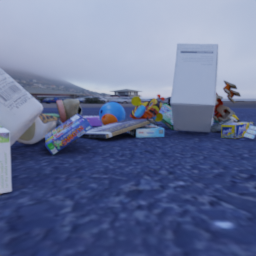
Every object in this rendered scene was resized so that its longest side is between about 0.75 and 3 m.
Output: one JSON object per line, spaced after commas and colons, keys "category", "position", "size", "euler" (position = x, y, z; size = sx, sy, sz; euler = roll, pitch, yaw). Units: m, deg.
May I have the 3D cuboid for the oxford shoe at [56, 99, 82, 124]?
{"category": "oxford shoe", "position": [-2.264, -0.454, 11.225], "size": [0.911, 0.873, 2.468], "euler": [-16, -12, -12]}

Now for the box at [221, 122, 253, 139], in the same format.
{"category": "box", "position": [4.047, 0.074, 10.342], "size": [1.543, 0.496, 0.541], "euler": [-6, 6, -43]}

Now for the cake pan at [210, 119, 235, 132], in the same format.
{"category": "cake pan", "position": [3.951, -0.117, 11.817], "size": [1.061, 0.195, 1.061], "euler": [-23, 2, 1]}

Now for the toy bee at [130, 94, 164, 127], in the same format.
{"category": "toy bee", "position": [0.933, -0.703, 10.988], "size": [2.243, 1.219, 1.468], "euler": [27, -8, 48]}

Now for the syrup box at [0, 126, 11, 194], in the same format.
{"category": "syrup box", "position": [-2.637, 0.422, 4.746], "size": [0.943, 0.911, 2.315], "euler": [-4, 7, -32]}

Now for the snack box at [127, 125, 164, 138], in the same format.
{"category": "snack box", "position": [0.624, 0.100, 10.933], "size": [1.058, 0.338, 1.821], "euler": [-1, 6, -11]}

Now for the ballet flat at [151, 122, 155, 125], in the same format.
{"category": "ballet flat", "position": [1.108, -0.323, 13.277], "size": [0.464, 0.393, 1.228], "euler": [19, 7, -1]}

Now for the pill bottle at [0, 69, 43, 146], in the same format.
{"category": "pill bottle", "position": [-3.573, -0.847, 6.542], "size": [2.810, 1.607, 1.607], "euler": [43, -2, -10]}

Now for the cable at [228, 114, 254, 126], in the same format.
{"category": "cable", "position": [5.457, -0.233, 13.717], "size": [1.295, 0.629, 0.326], "euler": [24, -15, 38]}

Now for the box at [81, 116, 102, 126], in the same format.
{"category": "box", "position": [-1.852, -0.383, 15.008], "size": [2.447, 0.478, 1.675], "euler": [-1, 6, -13]}

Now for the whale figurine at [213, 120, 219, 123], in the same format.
{"category": "whale figurine", "position": [5.362, -0.436, 16.675], "size": [0.762, 0.395, 0.606], "euler": [34, 21, 34]}

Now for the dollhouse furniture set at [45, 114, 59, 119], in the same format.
{"category": "dollhouse furniture set", "position": [-3.914, -0.617, 11.529], "size": [1.822, 0.914, 1.193], "euler": [-10, 9, 7]}

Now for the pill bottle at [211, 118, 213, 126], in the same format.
{"category": "pill bottle", "position": [3.306, -0.338, 12.854], "size": [0.756, 0.756, 1.299], "euler": [-1, 2, -8]}

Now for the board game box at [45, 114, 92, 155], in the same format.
{"category": "board game box", "position": [-1.690, 0.115, 7.675], "size": [1.193, 0.304, 1.763], "euler": [-35, 15, -10]}

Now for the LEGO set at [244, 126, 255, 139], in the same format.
{"category": "LEGO set", "position": [4.368, 0.176, 9.132], "size": [0.939, 0.230, 0.701], "euler": [20, 41, 32]}

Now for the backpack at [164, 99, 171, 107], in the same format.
{"category": "backpack", "position": [3.062, -1.052, 14.701], "size": [1.942, 1.462, 1.724], "euler": [-21, -9, -18]}

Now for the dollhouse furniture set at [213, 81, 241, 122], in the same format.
{"category": "dollhouse furniture set", "position": [4.543, -1.067, 14.163], "size": [2.106, 2.129, 1.097], "euler": [42, 2, -42]}

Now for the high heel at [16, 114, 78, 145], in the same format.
{"category": "high heel", "position": [-3.257, -0.179, 8.827], "size": [2.928, 1.046, 2.088], "euler": [19, -1, -39]}

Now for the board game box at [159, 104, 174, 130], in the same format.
{"category": "board game box", "position": [1.921, -0.552, 13.222], "size": [1.070, 0.231, 1.589], "euler": [-20, 45, -34]}

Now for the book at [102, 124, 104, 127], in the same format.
{"category": "book", "position": [-0.476, -0.189, 13.904], "size": [1.374, 0.330, 0.918], "euler": [-4, 0, -29]}

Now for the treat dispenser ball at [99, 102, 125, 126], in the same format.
{"category": "treat dispenser ball", "position": [-0.712, -0.559, 12.488], "size": [1.165, 1.165, 1.165], "euler": [0, 6, 0]}

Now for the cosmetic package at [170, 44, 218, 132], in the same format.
{"category": "cosmetic package", "position": [2.620, -1.479, 11.059], "size": [1.586, 2.580, 2.572], "euler": [6, -20, 14]}

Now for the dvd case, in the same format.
{"category": "dvd case", "position": [-0.436, -0.005, 10.285], "size": [2.276, 0.182, 1.692], "euler": [-19, 13, -39]}
